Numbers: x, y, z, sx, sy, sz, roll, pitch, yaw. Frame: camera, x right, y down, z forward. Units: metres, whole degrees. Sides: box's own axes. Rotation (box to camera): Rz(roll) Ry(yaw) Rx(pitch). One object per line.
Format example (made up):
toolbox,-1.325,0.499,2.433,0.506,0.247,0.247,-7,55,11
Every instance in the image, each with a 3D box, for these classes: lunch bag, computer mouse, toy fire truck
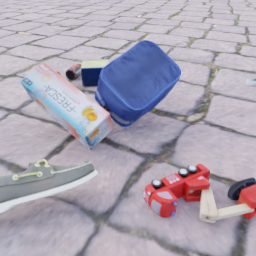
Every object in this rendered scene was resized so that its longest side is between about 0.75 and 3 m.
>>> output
lunch bag,0.164,-1.213,8.583,2.492,1.649,1.693,-39,82,-22
computer mouse,2.824,1.097,6.102,1.518,0.445,0.258,-30,32,4
toy fire truck,1.593,1.485,5.946,2.163,0.527,1.525,-17,37,-24

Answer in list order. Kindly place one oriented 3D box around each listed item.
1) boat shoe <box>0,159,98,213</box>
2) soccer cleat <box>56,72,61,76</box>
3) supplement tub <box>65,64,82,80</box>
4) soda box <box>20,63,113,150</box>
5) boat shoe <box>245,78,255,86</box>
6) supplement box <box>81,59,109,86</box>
boat shoe,-1.963,1.099,5.773,2.670,0.798,0.954,-16,-7,-18
soccer cleat,-2.756,-1.491,9.857,0.421,0.522,1.226,18,55,26
supplement tub,-2.266,-2.424,11.950,0.489,0.489,0.914,9,34,13
soda box,-1.746,-0.640,7.969,2.777,0.883,0.950,38,70,21
boat shoe,5.162,-1.865,11.285,0.835,0.279,0.307,-7,34,-11
supplement box,-1.314,-2.270,11.438,1.095,0.735,1.094,-2,31,-2
